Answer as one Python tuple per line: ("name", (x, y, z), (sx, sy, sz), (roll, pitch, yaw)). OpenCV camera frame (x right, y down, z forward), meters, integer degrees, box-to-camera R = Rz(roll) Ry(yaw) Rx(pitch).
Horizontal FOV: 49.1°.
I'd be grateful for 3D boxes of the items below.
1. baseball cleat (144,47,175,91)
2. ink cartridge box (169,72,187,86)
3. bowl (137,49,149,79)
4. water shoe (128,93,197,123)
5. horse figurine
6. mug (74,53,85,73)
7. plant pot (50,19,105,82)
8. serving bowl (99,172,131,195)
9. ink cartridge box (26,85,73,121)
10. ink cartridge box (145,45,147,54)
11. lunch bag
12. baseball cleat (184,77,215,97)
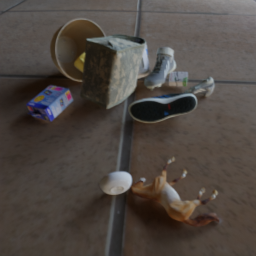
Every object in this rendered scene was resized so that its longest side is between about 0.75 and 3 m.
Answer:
("baseball cleat", (1.428, -2.911, 13.151), (0.983, 1.500, 2.818), (4, 32, 26))
("ink cartridge box", (2.321, -2.269, 12.989), (0.820, 0.346, 0.599), (3, 64, 12))
("bowl", (0.124, -3.140, 13.186), (1.702, 1.705, 0.636), (-14, 7, -1))
("water shoe", (1.344, -0.828, 11.121), (2.648, 0.947, 1.045), (-6, 17, 3))
("horse figurine", (1.356, 1.897, 7.836), (1.619, 0.610, 2.442), (-35, 55, -21))
("mug", (-1.969, -2.887, 13.239), (0.950, 0.926, 1.157), (48, 39, 0))
("plant pot", (-2.604, -3.704, 13.451), (2.780, 2.780, 1.866), (-29, 30, -31))
("serving bowl", (-0.332, 1.639, 7.976), (0.933, 0.933, 0.307), (-8, 48, -10))
("ink cartridge box", (-3.185, -0.922, 11.143), (1.152, 0.645, 1.689), (13, 49, 31))
("ink cartridge box", (-0.057, -3.731, 14.599), (2.038, 0.859, 1.488), (1, 35, -1))
("lunch bag", (-0.460, -2.454, 11.494), (1.703, 2.376, 2.897), (26, 32, 23))
("baseball cleat", (3.138, -1.579, 12.222), (1.506, 0.801, 0.525), (-31, 20, 0))
